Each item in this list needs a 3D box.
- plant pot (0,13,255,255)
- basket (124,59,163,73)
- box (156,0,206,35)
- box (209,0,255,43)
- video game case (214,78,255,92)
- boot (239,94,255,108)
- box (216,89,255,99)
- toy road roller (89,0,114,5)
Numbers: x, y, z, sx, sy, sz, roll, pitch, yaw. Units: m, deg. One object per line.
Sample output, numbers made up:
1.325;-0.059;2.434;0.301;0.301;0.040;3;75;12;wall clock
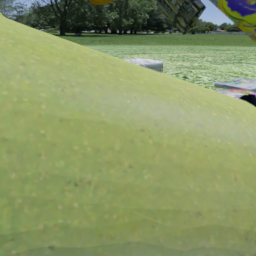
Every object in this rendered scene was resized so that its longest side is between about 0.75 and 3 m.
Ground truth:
-0.408;0.474;2.251;2.565;2.790;2.790;9;18;-11;plant pot
0.361;-2.051;11.040;1.497;1.204;1.484;-15;24;-38;basket
1.218;-2.884;6.604;0.263;1.072;0.864;-36;-8;-26;box
2.479;-3.055;5.486;2.134;1.302;2.055;32;46;-19;box
5.014;-1.821;11.895;1.942;0.214;1.770;-13;23;-30;video game case
2.525;-0.465;7.344;1.547;0.699;1.888;5;24;16;boot
3.258;-0.904;8.994;1.933;0.378;1.323;-6;20;-16;box
-0.138;-3.065;4.985;2.135;1.312;1.558;-7;59;3;toy road roller
